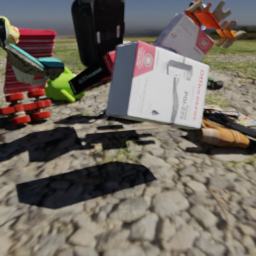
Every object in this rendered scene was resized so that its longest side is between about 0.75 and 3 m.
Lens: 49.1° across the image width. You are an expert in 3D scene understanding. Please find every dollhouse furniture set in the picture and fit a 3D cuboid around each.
[{"bbox_3d":[2.407,-3.514,9.092,1.066,2.070,2.048,-43,20,10],"label":"dollhouse furniture set"}]

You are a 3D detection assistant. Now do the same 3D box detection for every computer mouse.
[{"bbox_3d":[-0.143,-0.657,11.347,1.987,0.524,1.376,12,24,26],"label":"computer mouse"}]

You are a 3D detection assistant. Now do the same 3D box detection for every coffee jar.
[{"bbox_3d":[4.832,-2.549,15.949,0.629,0.515,1.206,-10,25,-24],"label":"coffee jar"}]

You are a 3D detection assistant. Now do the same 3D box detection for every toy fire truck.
[{"bbox_3d":[-4.135,-0.733,11.080,2.039,1.143,1.713,-17,4,-37],"label":"toy fire truck"}]

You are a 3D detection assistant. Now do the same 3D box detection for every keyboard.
[{"bbox_3d":[3.487,-0.253,9.450,1.461,0.556,2.807,20,6,-44],"label":"keyboard"}]

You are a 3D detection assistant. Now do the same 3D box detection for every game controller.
[{"bbox_3d":[-0.827,-2.881,8.490,1.533,2.940,0.619,-29,73,-13],"label":"game controller"}]

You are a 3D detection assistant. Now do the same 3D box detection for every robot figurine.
[{"bbox_3d":[-2.971,-1.986,13.631,2.136,1.235,1.874,-2,48,-5],"label":"robot figurine"}]

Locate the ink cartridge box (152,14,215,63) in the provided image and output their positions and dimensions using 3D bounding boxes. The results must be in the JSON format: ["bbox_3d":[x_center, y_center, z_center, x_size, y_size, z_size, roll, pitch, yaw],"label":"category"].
[{"bbox_3d":[1.425,-2.270,9.272,1.449,2.488,0.840,33,13,-21],"label":"ink cartridge box"}]

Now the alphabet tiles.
[{"bbox_3d":[3.660,-0.480,11.489,2.156,0.097,2.579,-7,24,-15],"label":"alphabet tiles"}]

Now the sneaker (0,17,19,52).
[{"bbox_3d":[-3.503,-2.804,8.142,0.644,0.557,1.426,-48,4,-23],"label":"sneaker"}]

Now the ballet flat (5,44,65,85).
[{"bbox_3d":[-2.571,-1.591,7.735,0.805,0.893,2.373,35,12,11],"label":"ballet flat"}]

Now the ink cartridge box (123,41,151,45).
[{"bbox_3d":[0.134,-2.877,10.769,1.471,0.353,1.070,6,-20,7],"label":"ink cartridge box"}]

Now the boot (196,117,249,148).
[{"bbox_3d":[3.055,0.145,9.254,1.453,0.718,1.871,10,12,4],"label":"boot"}]

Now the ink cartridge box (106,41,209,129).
[{"bbox_3d":[0.766,-0.919,6.730,2.280,1.661,0.967,8,1,-35],"label":"ink cartridge box"}]

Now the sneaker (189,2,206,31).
[{"bbox_3d":[2.536,-4.131,10.645,0.750,0.661,1.683,15,56,-17],"label":"sneaker"}]

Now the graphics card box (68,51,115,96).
[{"bbox_3d":[-0.706,-1.801,8.918,2.385,0.607,1.497,-17,9,47],"label":"graphics card box"}]

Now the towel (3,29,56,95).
[{"bbox_3d":[-3.572,-2.366,10.096,1.773,2.452,0.276,-18,51,-44],"label":"towel"}]
